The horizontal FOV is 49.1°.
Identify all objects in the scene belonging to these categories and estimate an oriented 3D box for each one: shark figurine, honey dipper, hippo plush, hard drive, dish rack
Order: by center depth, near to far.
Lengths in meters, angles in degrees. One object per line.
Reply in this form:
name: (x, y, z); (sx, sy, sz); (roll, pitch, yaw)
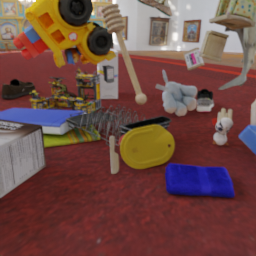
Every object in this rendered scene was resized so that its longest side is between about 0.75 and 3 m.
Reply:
honey dipper: (-0.059, -1.896, 7.437); (0.510, 2.685, 0.510); (-19, 4, 1)
dish rack: (-0.377, -0.181, 8.237); (2.724, 0.743, 2.090); (22, 20, 32)
shark figurine: (3.522, -2.760, 8.923); (1.745, 2.921, 1.219); (-31, 35, -27)
hard drive: (-3.101, -0.267, 9.269); (2.904, 0.368, 1.916); (3, 16, 15)
hippo plush: (1.750, -1.097, 11.085); (1.738, 1.384, 1.397); (25, -11, -1)

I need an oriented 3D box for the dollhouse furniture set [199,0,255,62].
dollhouse furniture set: (3.160, -2.595, 6.809); (1.978, 2.236, 1.243); (12, 14, -9)

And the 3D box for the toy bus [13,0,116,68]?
toy bus: (-2.212, -3.067, 9.472); (2.835, 2.953, 2.004); (-37, 32, -1)

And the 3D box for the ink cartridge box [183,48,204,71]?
ink cartridge box: (2.943, -3.097, 12.599); (0.693, 0.841, 0.316); (-17, -1, 36)

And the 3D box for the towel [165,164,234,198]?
towel: (1.446, 1.057, 5.830); (1.325, 0.328, 0.978); (1, 18, 4)

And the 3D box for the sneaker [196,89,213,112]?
sneaker: (3.238, -1.259, 11.729); (0.701, 0.831, 1.900); (6, 20, 17)

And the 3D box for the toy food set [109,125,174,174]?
toy food set: (0.269, 0.477, 6.775); (1.647, 0.969, 0.538); (-10, 1, -15)

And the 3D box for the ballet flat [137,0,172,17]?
ballet flat: (1.037, -4.351, 9.689); (1.597, 0.537, 0.544); (8, 36, -36)

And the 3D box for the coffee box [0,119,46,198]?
coffee box: (-3.091, 0.742, 5.583); (1.533, 1.082, 2.712); (6, 20, 18)

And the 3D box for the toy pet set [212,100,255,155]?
toy pet set: (3.724, 0.313, 7.172); (2.867, 1.522, 2.677); (5, -14, 10)

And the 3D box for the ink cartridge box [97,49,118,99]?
ink cartridge box: (-1.021, -2.625, 13.571); (0.940, 2.197, 1.621); (-3, 19, -8)

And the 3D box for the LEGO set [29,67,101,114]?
LEGO set: (-2.410, -1.492, 11.075); (2.931, 1.698, 2.254); (9, 21, 25)

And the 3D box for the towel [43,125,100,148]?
towel: (-2.108, 0.269, 8.280); (2.449, 0.221, 1.054); (-8, 20, -20)

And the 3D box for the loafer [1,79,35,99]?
loafer: (-5.421, -2.048, 13.996); (0.853, 0.834, 2.337); (4, 19, 10)
